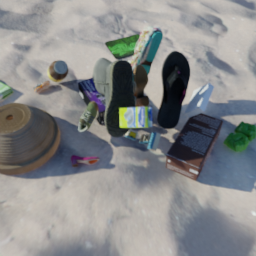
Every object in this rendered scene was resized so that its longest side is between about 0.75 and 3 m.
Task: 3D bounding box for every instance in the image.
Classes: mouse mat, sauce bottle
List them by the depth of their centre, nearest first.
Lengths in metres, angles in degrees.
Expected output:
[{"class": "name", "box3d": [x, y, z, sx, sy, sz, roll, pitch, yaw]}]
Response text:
[{"class": "sauce bottle", "box3d": [-2.847, -2.326, 11.451, 0.806, 0.806, 2.490, -22, 12, -17]}, {"class": "mouse mat", "box3d": [-0.007, -4.231, 14.498, 2.057, 0.077, 1.655, -20, 53, -15]}]

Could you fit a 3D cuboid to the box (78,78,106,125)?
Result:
[{"class": "box", "box3d": [-1.009, -1.249, 11.521, 1.404, 0.785, 1.990, -23, 54, -21]}]

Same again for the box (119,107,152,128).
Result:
[{"class": "box", "box3d": [0.205, -0.287, 7.969, 0.958, 0.228, 0.584, -1, 90, 32]}]

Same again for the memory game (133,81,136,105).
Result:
[{"class": "memory game", "box3d": [-0.160, -0.952, 9.760, 0.145, 2.279, 2.279, 0, 48, -20]}]

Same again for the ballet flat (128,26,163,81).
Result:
[{"class": "ballet flat", "box3d": [0.482, -2.637, 10.824, 1.022, 2.703, 0.864, 5, 29, -46]}]

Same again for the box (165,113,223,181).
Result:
[{"class": "box", "box3d": [2.355, 0.570, 9.873, 1.182, 0.884, 2.360, 23, 52, 23]}]

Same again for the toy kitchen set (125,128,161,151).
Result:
[{"class": "toy kitchen set", "box3d": [0.441, 0.390, 9.505, 0.816, 1.019, 0.600, 23, 75, -22]}]

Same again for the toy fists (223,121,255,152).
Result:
[{"class": "toy fists", "box3d": [4.228, 0.315, 10.380, 0.746, 0.503, 1.463, 36, 58, 26]}]

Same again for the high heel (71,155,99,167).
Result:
[{"class": "high heel", "box3d": [-1.520, 1.051, 9.822, 0.988, 0.333, 0.475, -9, 49, -7]}]

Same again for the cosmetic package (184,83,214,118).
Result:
[{"class": "cosmetic package", "box3d": [2.529, -0.973, 9.971, 0.289, 0.842, 1.117, 33, 67, -13]}]

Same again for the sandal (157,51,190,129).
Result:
[{"class": "sandal", "box3d": [1.660, -1.237, 9.756, 1.036, 2.756, 0.660, 0, 18, -13]}]

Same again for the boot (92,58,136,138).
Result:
[{"class": "boot", "box3d": [-0.664, -1.174, 9.606, 1.026, 2.571, 2.828, 4, 8, -25]}]

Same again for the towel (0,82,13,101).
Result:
[{"class": "towel", "box3d": [-6.501, -1.306, 11.813, 1.925, 0.396, 2.580, 30, 56, 22]}]

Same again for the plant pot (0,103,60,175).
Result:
[{"class": "plant pot", "box3d": [-4.041, 0.074, 10.026, 2.950, 1.362, 2.950, -1, 49, 1]}]

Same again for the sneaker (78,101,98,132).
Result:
[{"class": "sneaker", "box3d": [-1.444, -0.326, 9.861, 0.433, 1.290, 0.579, 39, 47, 13]}]

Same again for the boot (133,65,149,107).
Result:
[{"class": "boot", "box3d": [0.247, -1.415, 9.709, 0.556, 1.450, 1.126, -22, 17, -25]}]

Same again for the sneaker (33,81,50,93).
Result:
[{"class": "sneaker", "box3d": [-3.813, -1.860, 12.334, 0.835, 0.327, 0.323, -36, 54, -25]}]
